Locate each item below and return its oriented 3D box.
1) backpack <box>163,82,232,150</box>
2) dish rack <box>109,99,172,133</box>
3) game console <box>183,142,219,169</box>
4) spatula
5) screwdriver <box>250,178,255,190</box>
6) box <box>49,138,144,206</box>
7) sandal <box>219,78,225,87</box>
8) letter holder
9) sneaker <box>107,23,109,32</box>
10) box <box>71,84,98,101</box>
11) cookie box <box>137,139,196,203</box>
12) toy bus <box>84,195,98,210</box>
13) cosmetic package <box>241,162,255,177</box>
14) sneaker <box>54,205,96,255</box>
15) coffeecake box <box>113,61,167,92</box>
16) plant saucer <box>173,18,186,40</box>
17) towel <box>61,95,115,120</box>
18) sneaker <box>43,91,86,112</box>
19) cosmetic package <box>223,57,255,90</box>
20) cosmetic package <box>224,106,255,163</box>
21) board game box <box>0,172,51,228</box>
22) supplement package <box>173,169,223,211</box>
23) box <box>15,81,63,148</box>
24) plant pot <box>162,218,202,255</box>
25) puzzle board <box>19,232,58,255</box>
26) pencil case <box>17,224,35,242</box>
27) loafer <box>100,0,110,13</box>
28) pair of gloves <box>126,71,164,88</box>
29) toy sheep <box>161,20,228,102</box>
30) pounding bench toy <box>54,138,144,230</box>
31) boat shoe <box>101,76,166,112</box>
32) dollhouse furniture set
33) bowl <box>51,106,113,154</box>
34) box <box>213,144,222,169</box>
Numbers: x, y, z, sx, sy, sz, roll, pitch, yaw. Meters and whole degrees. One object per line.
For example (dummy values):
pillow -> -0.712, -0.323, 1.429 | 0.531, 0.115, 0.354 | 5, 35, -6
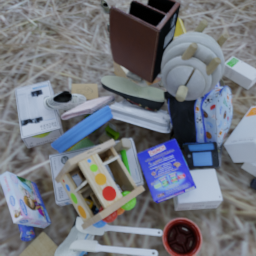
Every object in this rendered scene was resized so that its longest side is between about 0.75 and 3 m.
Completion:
backpack -> 2.391, -0.632, 9.220 | 1.923, 2.496, 2.378 | 8, 42, 24
dish rack -> 0.428, -0.476, 9.550 | 2.258, 1.938, 0.492 | 17, 103, 10
game console -> 2.214, 0.836, 8.475 | 0.988, 0.584, 0.843 | -6, 92, 20
spatula -> -0.350, 3.115, 7.041 | 2.372, 0.190, 1.649 | 4, 40, 7
screwdriver -> 5.126, 2.284, 8.439 | 2.860, 0.399, 0.416 | 23, 89, 18
box -> -0.961, 1.372, 8.671 | 2.622, 0.788, 1.529 | -13, 70, -8
sandal -> 3.175, -1.938, 10.746 | 0.642, 1.598, 0.432 | -37, 27, 15
letter holder -> 0.429, -2.967, 9.076 | 1.796, 2.527, 1.271 | 30, 68, 13
sneaker -> -0.716, -4.594, 13.139 | 0.374, 0.325, 0.845 | -16, 61, -28
box -> -1.712, -1.408, 11.028 | 1.036, 0.110, 0.847 | -2, 56, -8
cookie box -> 1.107, 1.249, 8.152 | 1.261, 0.554, 1.475 | -22, 65, 5
toy bus -> -1.123, 2.059, 7.810 | 0.683, 0.374, 0.724 | -20, 94, -5
cosmetic package -> 4.877, 1.500, 8.879 | 2.254, 0.571, 0.930 | 35, 61, 21
sneaker -> -1.226, 3.001, 7.886 | 0.756, 0.762, 2.103 | -8, 32, 41
coffeecake box -> 1.013, -2.338, 11.200 | 2.603, 0.951, 1.998 | -24, 59, -16
plant saucer -> 1.792, -4.416, 12.880 | 1.922, 0.466, 1.922 | -7, 57, -4
towel -> -1.319, -0.688, 9.396 | 1.387, 0.234, 1.453 | -9, 18, 34
sneaker -> -1.980, -0.925, 9.702 | 1.647, 0.948, 0.622 | -11, 90, -42
cosmetic package -> 4.547, -2.231, 11.367 | 1.334, 0.566, 0.718 | 37, 62, 24
cosmetic package -> 4.179, 0.124, 9.031 | 2.205, 1.118, 0.786 | -44, 107, -31
board game box -> -2.909, 2.076, 7.972 | 0.299, 1.451, 1.455 | -34, 62, 0
supplement package -> 2.037, 1.888, 8.539 | 1.299, 0.720, 1.011 | -3, 57, -3
box -> -3.227, -0.535, 10.160 | 1.348, 0.695, 2.312 | -14, 58, -9
plant pot -> 1.448, 2.997, 7.578 | 0.997, 0.970, 0.997 | -3, 67, 8
puzzle board -> -2.132, 4.285, 7.267 | 2.501, 0.218, 1.885 | 36, 64, 22
pencil case -> -3.020, 2.806, 8.122 | 0.376, 0.418, 0.963 | -46, 57, 23
loafer -> -1.142, -6.204, 14.136 | 0.362, 0.336, 0.964 | -20, 59, -13
pair of gloves -> 1.116, -2.241, 10.374 | 2.055, 0.360, 1.748 | 14, 63, 9
toy sheep -> 1.725, -1.667, 7.531 | 1.855, 1.855, 2.691 | 22, 49, 14
pounding bench toy -> -0.421, 1.395, 7.452 | 2.233, 1.387, 1.742 | -25, 76, -38
boat shoe -> 0.144, -1.150, 9.617 | 2.306, 0.723, 0.844 | 17, 44, -8
dollhouse furniture set -> -1.258, 0.376, 9.448 | 1.140, 0.873, 1.740 | 35, 63, 21
bowl -> -1.299, 0.069, 8.182 | 2.015, 2.015, 0.396 | -36, 94, -21
box -> 2.785, 0.877, 9.508 | 0.731, 0.223, 0.923 | 12, 57, 8
